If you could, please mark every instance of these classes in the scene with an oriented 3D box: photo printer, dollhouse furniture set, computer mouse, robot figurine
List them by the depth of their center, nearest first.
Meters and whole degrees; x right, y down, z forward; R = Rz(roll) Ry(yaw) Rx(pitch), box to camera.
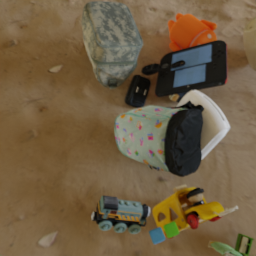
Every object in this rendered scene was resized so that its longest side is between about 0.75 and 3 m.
[{"bbox_3d":[3.029,3.264,7.732,1.349,0.884,0.677,23,78,-12],"label":"dollhouse furniture set"},{"bbox_3d":[2.179,0.001,9.295,0.769,2.214,1.842,-13,57,-38],"label":"photo printer"},{"bbox_3d":[1.377,-2.349,11.061,1.793,0.305,0.526,-3,39,25],"label":"computer mouse"},{"bbox_3d":[2.813,-3.947,12.167,1.782,1.444,2.477,-22,60,-34],"label":"robot figurine"}]

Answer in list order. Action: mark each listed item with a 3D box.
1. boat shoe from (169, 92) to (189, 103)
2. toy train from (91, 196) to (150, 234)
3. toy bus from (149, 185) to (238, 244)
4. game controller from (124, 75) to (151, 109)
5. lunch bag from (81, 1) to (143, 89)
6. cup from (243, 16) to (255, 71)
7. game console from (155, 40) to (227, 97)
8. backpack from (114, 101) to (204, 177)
[{"bbox_3d":[2.529,-1.747,11.224,0.688,0.825,2.211,40,67,10],"label":"boat shoe"},{"bbox_3d":[-0.165,2.227,7.211,1.496,0.853,0.638,12,28,-14],"label":"toy train"},{"bbox_3d":[1.652,2.226,7.854,2.301,2.171,1.189,-26,65,7],"label":"toy bus"},{"bbox_3d":[0.412,-1.482,11.340,0.815,0.329,1.563,24,60,-9],"label":"game controller"},{"bbox_3d":[-0.801,-3.286,11.207,1.969,2.370,2.826,-6,58,-22],"label":"lunch bag"},{"bbox_3d":[5.603,-3.660,11.216,1.627,2.275,2.275,44,61,-21],"label":"cup"},{"bbox_3d":[2.415,-2.298,10.778,2.708,0.420,2.395,-8,46,28],"label":"game console"},{"bbox_3d":[0.882,0.196,8.862,1.728,2.278,2.729,-8,16,-41],"label":"backpack"}]
